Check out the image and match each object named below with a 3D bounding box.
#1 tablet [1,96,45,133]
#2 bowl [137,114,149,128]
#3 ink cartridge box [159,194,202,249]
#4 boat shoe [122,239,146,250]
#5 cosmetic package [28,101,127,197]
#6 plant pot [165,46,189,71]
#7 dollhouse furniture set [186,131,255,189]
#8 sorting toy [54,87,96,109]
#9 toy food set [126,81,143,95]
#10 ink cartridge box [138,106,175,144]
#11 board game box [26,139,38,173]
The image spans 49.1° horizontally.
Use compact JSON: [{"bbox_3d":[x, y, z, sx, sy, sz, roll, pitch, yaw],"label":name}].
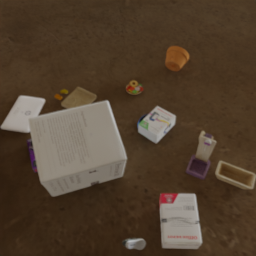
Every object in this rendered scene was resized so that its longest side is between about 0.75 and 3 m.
[{"bbox_3d":[-4.776,-0.664,12.819,1.335,0.140,2.052,8,53,6],"label":"tablet"},{"bbox_3d":[1.025,-0.122,12.321,1.226,0.241,1.226,0,52,0],"label":"bowl"},{"bbox_3d":[1.709,3.136,9.435,1.225,0.703,1.687,1,52,1],"label":"ink cartridge box"},{"bbox_3d":[0.192,3.685,8.991,0.339,0.955,0.344,10,77,44],"label":"boat shoe"},{"bbox_3d":[-1.738,0.786,10.003,2.787,2.297,2.300,-14,68,-11],"label":"cosmetic package"},{"bbox_3d":[2.449,-3.503,14.513,1.189,1.189,0.832,20,72,15],"label":"plant pot"},{"bbox_3d":[3.745,0.960,10.498,2.456,1.743,1.946,22,55,16],"label":"dollhouse furniture set"},{"bbox_3d":[-2.555,-1.381,13.355,1.750,0.234,1.304,26,61,19],"label":"sorting toy"},{"bbox_3d":[0.308,-1.952,13.793,0.821,0.202,0.829,32,58,23],"label":"toy food set"},{"bbox_3d":[1.214,-0.154,11.817,0.989,0.595,1.360,33,57,25],"label":"ink cartridge box"},{"bbox_3d":[-2.773,0.766,11.563,2.533,0.409,1.520,-18,58,-14],"label":"board game box"}]
